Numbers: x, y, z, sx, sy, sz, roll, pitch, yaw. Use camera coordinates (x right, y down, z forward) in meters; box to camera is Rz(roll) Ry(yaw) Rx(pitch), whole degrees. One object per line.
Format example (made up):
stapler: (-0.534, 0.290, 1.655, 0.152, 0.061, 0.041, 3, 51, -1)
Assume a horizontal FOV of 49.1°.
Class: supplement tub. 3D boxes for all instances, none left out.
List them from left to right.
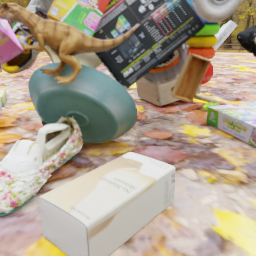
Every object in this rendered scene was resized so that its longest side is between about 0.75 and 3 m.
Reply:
supplement tub: (0.762, -2.876, 8.659, 1.741, 2.841, 1.741, -15, 49, 18)

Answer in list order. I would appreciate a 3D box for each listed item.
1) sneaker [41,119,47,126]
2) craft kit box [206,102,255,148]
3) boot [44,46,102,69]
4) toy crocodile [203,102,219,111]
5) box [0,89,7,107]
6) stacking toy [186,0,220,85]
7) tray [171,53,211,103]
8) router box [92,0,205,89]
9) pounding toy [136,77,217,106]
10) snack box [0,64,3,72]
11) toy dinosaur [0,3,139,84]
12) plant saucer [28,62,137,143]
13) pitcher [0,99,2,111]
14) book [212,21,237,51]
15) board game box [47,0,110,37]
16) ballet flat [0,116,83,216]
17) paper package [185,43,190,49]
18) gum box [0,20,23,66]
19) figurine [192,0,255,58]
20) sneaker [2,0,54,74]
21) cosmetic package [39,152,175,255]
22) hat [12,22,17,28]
sneaker: (-1.617, -0.655, 9.218, 2.604, 1.078, 0.934, -10, 21, -27)
craft kit box: (4.400, -0.139, 8.453, 2.894, 0.702, 2.858, -7, 22, -18)
boot: (-1.708, -3.151, 9.113, 2.315, 2.979, 1.084, -32, -4, 12)
toy crocodile: (3.303, -0.840, 11.099, 0.921, 0.284, 0.311, -12, 21, -43)
box: (-5.939, -1.305, 12.097, 1.191, 0.491, 2.031, -6, 22, -16)
stacking toy: (2.125, -2.698, 7.888, 1.276, 2.989, 1.276, -2, 20, 1)
tray: (1.650, -1.316, 7.438, 0.595, 1.206, 0.223, 13, 24, -19)
router box: (0.277, -2.264, 6.489, 2.358, 1.767, 0.733, -38, 7, 1)
pounding toy: (2.033, -1.825, 12.211, 2.600, 1.848, 2.394, -19, 23, -19)
snack box: (-3.637, -1.719, 6.913, 1.003, 0.266, 0.713, 16, -14, -24)
toy dinosaur: (-1.109, -1.645, 5.514, 2.753, 1.462, 0.832, 9, 22, -23)
plant saucer: (-1.187, -0.382, 6.901, 2.786, 2.786, 0.501, 5, 54, 13)
pitcher: (-5.124, -0.797, 9.647, 2.235, 1.355, 1.917, 6, 0, 36)
book: (2.782, -2.648, 9.328, 0.436, 1.814, 1.212, 40, 15, -1)
board game box: (-0.936, -2.618, 5.776, 0.981, 1.282, 0.258, 26, -2, -14)
ballet flat: (-1.859, 0.520, 5.705, 1.096, 0.926, 2.897, 12, 26, 13)
paper package: (2.096, -4.303, 11.452, 1.233, 2.272, 2.384, -14, 21, -3)
gum box: (-3.032, -2.364, 5.600, 0.647, 1.955, 1.110, -32, -8, 0)
figurine: (2.249, -2.209, 5.782, 2.197, 0.946, 2.144, 35, 17, -2)
sneaker: (-2.555, -2.534, 7.600, 1.057, 2.715, 1.116, 32, 19, -17)
cosmetic package: (-0.224, 1.142, 4.476, 1.084, 0.733, 2.061, 14, 24, 36)
hat: (-3.749, -3.709, 10.544, 0.907, 0.799, 0.751, 19, 68, 42)
